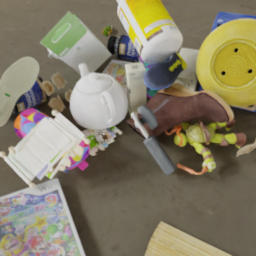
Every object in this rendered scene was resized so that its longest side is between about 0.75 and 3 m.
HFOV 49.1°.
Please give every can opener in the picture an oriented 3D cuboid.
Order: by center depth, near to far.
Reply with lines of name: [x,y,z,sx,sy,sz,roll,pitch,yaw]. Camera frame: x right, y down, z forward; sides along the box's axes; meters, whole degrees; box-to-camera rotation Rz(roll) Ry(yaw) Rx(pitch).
can opener: [0.785,0.319,7.831,0.673,2.014,0.537,-35,1,12]

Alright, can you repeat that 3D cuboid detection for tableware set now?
tableware set: [3.850,0.431,7.997,1.438,1.201,0.167,-9,58,-24]
tableware set: [-2.522,-1.284,10.157,0.177,1.273,1.524,-24,16,33]

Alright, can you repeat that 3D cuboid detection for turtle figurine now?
turtle figurine: [2.279,0.137,8.684,2.263,0.904,2.807,-9,39,-14]

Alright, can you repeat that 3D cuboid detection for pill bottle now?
pill bottle: [0.626,-3.772,9.869,1.544,1.544,2.827,-19,71,-20]
pill bottle: [-3.895,-1.123,10.027,1.849,1.034,1.034,-30,50,-29]
pill bottle: [0.083,-3.651,12.832,1.947,1.089,1.089,13,43,14]

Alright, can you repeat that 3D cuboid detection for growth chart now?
growth chart: [-2.177,0.587,7.410,2.100,0.186,1.520,-41,83,-1]
growth chart: [-1.037,0.284,9.095,1.690,0.150,1.223,-31,50,-32]

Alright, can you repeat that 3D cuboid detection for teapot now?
teapot: [-1.014,-1.072,9.360,2.176,1.589,2.147,10,44,18]
teapot: [-2.692,-3.499,12.233,1.617,1.596,1.181,-30,79,-1]

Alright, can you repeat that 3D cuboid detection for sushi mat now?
sushi mat: [1.430,2.883,6.196,2.005,0.121,0.959,20,46,22]

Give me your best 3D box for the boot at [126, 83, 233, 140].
boot: [1.466,-0.251,8.492,2.265,0.985,2.723,-40,40,-13]

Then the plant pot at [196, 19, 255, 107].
plant pot: [3.342,-1.938,8.514,2.862,2.862,2.032,19,19,20]

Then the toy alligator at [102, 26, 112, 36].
toy alligator: [-1.120,-5.441,15.437,0.429,0.311,1.294,8,42,7]

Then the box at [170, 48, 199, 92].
box: [2.430,-2.351,11.554,1.007,0.838,2.451,13,43,13]

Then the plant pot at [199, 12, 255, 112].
plant pot: [4.052,-2.256,10.183,2.722,2.722,2.447,18,52,18]

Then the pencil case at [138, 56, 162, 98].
pencil case: [0.892,-2.114,10.968,0.890,0.820,1.926,5,52,-16]

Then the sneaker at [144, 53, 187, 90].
sneaker: [1.153,-1.752,9.422,0.847,0.942,2.291,55,45,-2]

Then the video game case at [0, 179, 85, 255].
video game case: [-2.233,2.536,6.496,1.966,0.247,2.746,-18,44,-19]

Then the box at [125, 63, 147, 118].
box: [0.284,-1.266,9.586,0.606,1.772,0.728,-8,35,-5]

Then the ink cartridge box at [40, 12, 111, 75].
ink cartridge box: [-2.032,-3.213,10.702,1.491,2.872,0.852,-41,60,10]

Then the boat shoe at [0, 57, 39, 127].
boat shoe: [-3.819,-1.219,8.964,0.871,0.925,2.576,4,61,50]

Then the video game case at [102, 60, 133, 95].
video game case: [-0.083,-2.087,11.690,2.092,0.263,2.299,12,43,13]

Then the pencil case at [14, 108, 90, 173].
pencil case: [-2.291,0.326,8.371,2.536,1.121,1.121,30,49,29]
